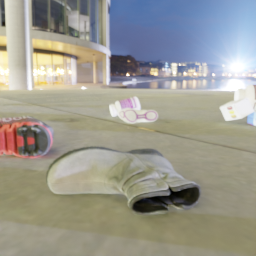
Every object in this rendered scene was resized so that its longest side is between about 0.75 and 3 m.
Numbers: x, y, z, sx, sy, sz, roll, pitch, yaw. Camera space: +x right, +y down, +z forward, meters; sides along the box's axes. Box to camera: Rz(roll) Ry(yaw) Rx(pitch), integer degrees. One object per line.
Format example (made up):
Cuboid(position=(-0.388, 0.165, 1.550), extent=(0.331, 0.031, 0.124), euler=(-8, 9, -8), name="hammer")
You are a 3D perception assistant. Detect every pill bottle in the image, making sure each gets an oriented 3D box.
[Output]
Cuboid(position=(-0.167, -0.952, 13.050), extent=(1.319, 0.741, 0.741), euler=(-15, 13, -12), name="pill bottle")
Cuboid(position=(7.564, -1.755, 16.053), extent=(2.599, 1.468, 1.468), euler=(2, 10, 9), name="pill bottle")

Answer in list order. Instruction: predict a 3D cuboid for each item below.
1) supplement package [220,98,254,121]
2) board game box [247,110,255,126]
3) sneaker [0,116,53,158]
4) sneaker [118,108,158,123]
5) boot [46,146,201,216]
Cuboid(position=(4.204, -0.716, 10.893), extent=(0.609, 0.632, 1.111), euler=(-27, 1, -11), name="supplement package")
Cuboid(position=(6.129, -0.210, 9.821), extent=(2.673, 0.580, 2.660), euler=(-1, 10, -6), name="board game box")
Cuboid(position=(-2.967, 0.176, 6.782), extent=(2.522, 0.892, 1.232), euler=(3, 11, 3), name="sneaker")
Cuboid(position=(0.390, -0.458, 11.695), extent=(1.609, 0.602, 0.801), euler=(5, -2, -4), name="sneaker")
Cuboid(position=(-0.108, 0.783, 4.098), extent=(2.090, 0.708, 1.365), euler=(-5, 16, -17), name="boot")
